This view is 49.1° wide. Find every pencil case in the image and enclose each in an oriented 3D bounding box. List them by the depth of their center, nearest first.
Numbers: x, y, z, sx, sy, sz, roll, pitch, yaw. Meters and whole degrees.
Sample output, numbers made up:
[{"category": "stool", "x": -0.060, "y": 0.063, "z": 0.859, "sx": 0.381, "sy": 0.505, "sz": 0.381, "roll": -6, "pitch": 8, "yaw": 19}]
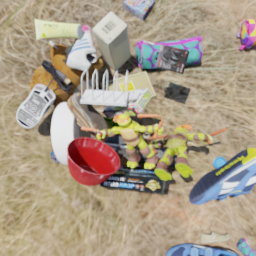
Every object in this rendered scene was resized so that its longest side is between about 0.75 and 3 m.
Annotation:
[{"category": "pencil case", "x": 3.869, "y": 3.971, "z": 8.888, "sx": 0.874, "sy": 0.404, "sz": 0.372, "roll": 48, "pitch": 33, "yaw": 17}, {"category": "pencil case", "x": 1.666, "y": -3.124, "z": 11.607, "sx": 2.637, "sy": 1.219, "sz": 1.122, "roll": -7, "pitch": 47, "yaw": -5}, {"category": "pencil case", "x": 6.286, "y": -4.137, "z": 12.109, "sx": 2.916, "sy": 1.289, "sz": 1.289, "roll": -5, "pitch": 66, "yaw": 0}]

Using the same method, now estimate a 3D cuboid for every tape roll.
[{"category": "tape roll", "x": -1.783, "y": 0.177, "z": 9.561, "sx": 0.764, "sy": 2.183, "sz": 2.183, "roll": -3, "pitch": 65, "yaw": 13}]

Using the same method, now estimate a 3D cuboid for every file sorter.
[{"category": "file sorter", "x": -0.658, "y": -1.188, "z": 7.995, "sx": 1.294, "sy": 0.806, "sz": 0.898, "roll": 3, "pitch": 28, "yaw": 2}]

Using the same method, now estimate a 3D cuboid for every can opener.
[{"category": "can opener", "x": 0.369, "y": 0.723, "z": 10.057, "sx": 2.926, "sy": 0.780, "sz": 0.978, "roll": 6, "pitch": 56, "yaw": 5}]

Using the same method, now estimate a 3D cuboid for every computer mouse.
[{"category": "computer mouse", "x": -2.975, "y": -1.030, "z": 9.587, "sx": 1.286, "sy": 0.514, "sz": 2.345, "roll": 38, "pitch": 100, "yaw": -7}]

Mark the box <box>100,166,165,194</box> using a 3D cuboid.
[{"category": "box", "x": 0.184, "y": 1.642, "z": 9.230, "sx": 1.988, "sy": 1.580, "sz": 0.457, "roll": 5, "pitch": 94, "yaw": 6}]

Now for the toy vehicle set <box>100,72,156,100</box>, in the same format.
[{"category": "toy vehicle set", "x": -0.014, "y": -1.506, "z": 11.406, "sx": 1.993, "sy": 0.264, "sz": 1.238, "roll": -15, "pitch": 67, "yaw": -7}]

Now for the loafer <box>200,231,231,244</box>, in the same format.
[{"category": "loafer", "x": 2.818, "y": 3.533, "z": 9.091, "sx": 1.014, "sy": 0.384, "sz": 0.346, "roll": -8, "pitch": 72, "yaw": -3}]

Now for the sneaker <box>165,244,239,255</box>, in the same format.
[{"category": "sneaker", "x": 2.355, "y": 4.049, "z": 8.517, "sx": 2.485, "sy": 1.022, "sz": 0.919, "roll": 2, "pitch": 68, "yaw": 2}]

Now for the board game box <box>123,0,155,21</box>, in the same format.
[{"category": "board game box", "x": 0.451, "y": -5.827, "z": 13.274, "sx": 1.260, "sy": 0.389, "sz": 1.261, "roll": 26, "pitch": 68, "yaw": 10}]

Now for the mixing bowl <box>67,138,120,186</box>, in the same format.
[{"category": "mixing bowl", "x": -1.092, "y": 1.084, "z": 7.994, "sx": 1.567, "sy": 0.848, "sz": 1.567, "roll": 19, "pitch": 28, "yaw": -11}]

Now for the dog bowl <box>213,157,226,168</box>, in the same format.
[{"category": "dog bowl", "x": 3.356, "y": 1.375, "z": 9.886, "sx": 0.453, "sy": 0.202, "sz": 0.813, "roll": -45, "pitch": 37, "yaw": 11}]

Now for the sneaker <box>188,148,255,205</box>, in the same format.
[{"category": "sneaker", "x": 3.201, "y": 1.796, "z": 8.876, "sx": 2.731, "sy": 1.010, "sz": 1.123, "roll": -35, "pitch": 102, "yaw": 15}]

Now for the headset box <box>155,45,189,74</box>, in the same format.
[{"category": "headset box", "x": 1.354, "y": -2.178, "z": 8.882, "sx": 0.990, "sy": 0.382, "sz": 0.737, "roll": 18, "pitch": 102, "yaw": 14}]

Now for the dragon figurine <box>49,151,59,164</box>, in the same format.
[{"category": "dragon figurine", "x": -2.462, "y": 0.497, "z": 10.397, "sx": 0.803, "sy": 0.476, "sz": 1.616, "roll": -2, "pitch": 67, "yaw": -1}]

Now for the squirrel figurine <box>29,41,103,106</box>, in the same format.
[{"category": "squirrel figurine", "x": -2.599, "y": -2.174, "z": 10.866, "sx": 2.781, "sy": 1.968, "sz": 2.596, "roll": -28, "pitch": 62, "yaw": -16}]

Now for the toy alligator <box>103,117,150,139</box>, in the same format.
[{"category": "toy alligator", "x": -0.080, "y": 0.004, "z": 10.416, "sx": 1.912, "sy": 0.459, "sz": 0.634, "roll": 24, "pitch": 86, "yaw": 11}]

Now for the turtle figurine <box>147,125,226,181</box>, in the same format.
[{"category": "turtle figurine", "x": 1.644, "y": 0.557, "z": 8.674, "sx": 2.666, "sy": 0.859, "sz": 2.150, "roll": -7, "pitch": 35, "yaw": 23}]

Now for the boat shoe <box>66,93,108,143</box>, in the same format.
[{"category": "boat shoe", "x": -1.259, "y": -0.266, "z": 8.715, "sx": 1.767, "sy": 0.634, "sz": 0.669, "roll": 59, "pitch": 37, "yaw": -14}]

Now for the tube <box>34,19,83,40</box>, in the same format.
[{"category": "tube", "x": -2.422, "y": -3.310, "z": 9.545, "sx": 1.752, "sy": 0.455, "sz": 0.508, "roll": 9, "pitch": 73, "yaw": 18}]

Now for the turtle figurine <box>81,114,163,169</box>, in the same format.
[{"category": "turtle figurine", "x": 0.017, "y": 0.302, "z": 8.211, "sx": 2.473, "sy": 1.995, "sz": 0.797, "roll": -9, "pitch": 36, "yaw": 20}]

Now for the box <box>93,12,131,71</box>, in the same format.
[{"category": "box", "x": -0.552, "y": -3.214, "z": 10.770, "sx": 0.842, "sy": 2.464, "sz": 1.012, "roll": 44, "pitch": 84, "yaw": 10}]

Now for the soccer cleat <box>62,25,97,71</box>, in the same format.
[{"category": "soccer cleat", "x": -1.508, "y": -2.721, "z": 9.742, "sx": 1.006, "sy": 0.814, "sz": 2.329, "roll": 23, "pitch": 44, "yaw": -12}]

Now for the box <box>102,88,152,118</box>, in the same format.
[{"category": "box", "x": -0.066, "y": -0.736, "z": 8.592, "sx": 0.280, "sy": 1.612, "sz": 0.887, "roll": 47, "pitch": 65, "yaw": -27}]
